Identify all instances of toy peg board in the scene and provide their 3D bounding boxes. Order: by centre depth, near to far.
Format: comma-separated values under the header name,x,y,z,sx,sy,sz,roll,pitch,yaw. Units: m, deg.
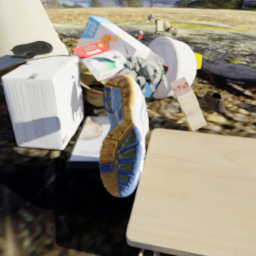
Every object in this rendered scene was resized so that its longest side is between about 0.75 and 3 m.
name,x,y,z,sx,sy,sz,roll,pitch,yaw
toy peg board,1.517,1.428,5.323,2.538,1.241,2.527,6,44,13

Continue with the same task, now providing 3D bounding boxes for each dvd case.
name,x,y,z,sx,sy,sz,roll,pitch,yaw
dvd case,-0.520,0.322,8.030,1.900,0.234,2.664,1,28,3

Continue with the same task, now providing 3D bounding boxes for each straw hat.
name,x,y,z,sx,sy,sz,roll,pitch,yaw
straw hat,-1.053,-1.262,10.267,2.026,0.857,2.026,14,26,-7

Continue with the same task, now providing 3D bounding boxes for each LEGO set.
name,x,y,z,sx,sy,sz,roll,pitch,yaw
LEGO set,0.400,-1.719,7.258,1.646,2.535,0.718,10,6,-10

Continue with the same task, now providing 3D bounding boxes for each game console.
name,x,y,z,sx,sy,sz,roll,pitch,yaw
game console,0.376,-1.186,8.800,0.986,1.661,1.432,27,48,-1

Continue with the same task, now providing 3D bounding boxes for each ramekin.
name,x,y,z,sx,sy,sz,roll,pitch,yaw
ramekin,1.582,-2.269,10.736,1.078,2.314,2.314,-4,27,-29

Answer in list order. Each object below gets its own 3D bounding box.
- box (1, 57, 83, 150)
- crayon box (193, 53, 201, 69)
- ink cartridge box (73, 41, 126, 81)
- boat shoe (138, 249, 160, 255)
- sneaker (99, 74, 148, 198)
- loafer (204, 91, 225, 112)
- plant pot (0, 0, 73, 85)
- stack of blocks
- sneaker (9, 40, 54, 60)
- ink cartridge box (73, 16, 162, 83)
name,x,y,z,sx,sy,sz,roll,pitch,yaw
box,-2.290,-0.790,8.100,1.375,2.104,2.093,3,29,7
crayon box,2.054,-3.600,14.714,2.302,0.778,2.669,-15,32,-28
ink cartridge box,-0.834,-2.203,8.669,1.164,0.362,1.446,-27,72,-32
boat shoe,0.162,2.251,4.162,0.483,0.513,1.348,8,29,14
sneaker,0.071,0.166,5.569,0.908,2.411,1.063,-6,-20,27
loafer,3.238,-1.103,10.348,0.546,0.534,1.497,-3,29,-6
plant pot,-3.535,-3.081,9.118,2.789,2.553,2.789,-18,4,1
stack of blocks,1.738,-0.751,8.252,0.460,1.569,0.903,-27,46,10
sneaker,-2.623,-2.080,7.581,1.277,0.383,0.666,-6,5,-4
ink cartridge box,-0.410,-2.419,9.691,2.812,1.619,0.954,40,28,18
